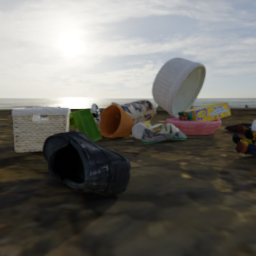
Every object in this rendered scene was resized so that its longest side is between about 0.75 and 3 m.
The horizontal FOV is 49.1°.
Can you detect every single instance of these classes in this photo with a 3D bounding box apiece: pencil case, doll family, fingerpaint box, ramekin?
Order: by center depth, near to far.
[{"bbox_3d":[3.136,0.374,6.891,1.133,0.769,1.961,19,3,6],"label":"doll family"},{"bbox_3d":[3.320,-0.609,12.327,1.720,0.631,1.435,-15,5,-20],"label":"fingerpaint box"},{"bbox_3d":[0.184,-0.643,12.974,1.270,1.104,2.839,17,20,30],"label":"pencil case"},{"bbox_3d":[2.319,-1.999,13.242,1.435,2.734,2.734,34,22,27],"label":"ramekin"}]

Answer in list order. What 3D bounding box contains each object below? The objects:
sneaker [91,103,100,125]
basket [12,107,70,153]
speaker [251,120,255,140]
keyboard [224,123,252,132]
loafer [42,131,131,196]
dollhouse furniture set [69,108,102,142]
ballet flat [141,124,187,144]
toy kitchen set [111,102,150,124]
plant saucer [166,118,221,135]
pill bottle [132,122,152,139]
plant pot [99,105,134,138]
[{"bbox_3d":[-1.218,-0.587,10.081,0.343,0.859,0.559,-5,-22,3],"label":"sneaker"},{"bbox_3d":[-2.490,-0.006,8.295,1.531,1.242,1.544,-1,4,-10],"label":"basket"},{"bbox_3d":[4.908,0.192,8.678,1.939,0.787,0.787,4,7,38],"label":"speaker"},{"bbox_3d":[5.677,0.096,12.061,1.639,0.350,2.730,-9,9,-21],"label":"keyboard"},{"bbox_3d":[-0.996,0.522,4.876,0.897,0.868,2.556,7,4,-38],"label":"loafer"},{"bbox_3d":[-2.316,0.283,9.592,2.893,1.117,1.446,-19,3,30],"label":"dollhouse furniture set"},{"bbox_3d":[1.295,0.166,9.670,1.886,0.678,0.678,-3,7,-31],"label":"ballet flat"},{"bbox_3d":[0.079,-0.551,16.052,2.119,1.248,1.698,22,11,14],"label":"toy kitchen set"},{"bbox_3d":[2.871,-0.084,12.397,2.360,0.598,2.360,1,7,0],"label":"plant saucer"},{"bbox_3d":[0.581,0.076,10.735,0.603,0.603,1.156,2,6,18],"label":"pill bottle"},{"bbox_3d":[-0.389,-0.177,10.847,0.895,1.279,1.279,17,-8,-43],"label":"plant pot"}]
